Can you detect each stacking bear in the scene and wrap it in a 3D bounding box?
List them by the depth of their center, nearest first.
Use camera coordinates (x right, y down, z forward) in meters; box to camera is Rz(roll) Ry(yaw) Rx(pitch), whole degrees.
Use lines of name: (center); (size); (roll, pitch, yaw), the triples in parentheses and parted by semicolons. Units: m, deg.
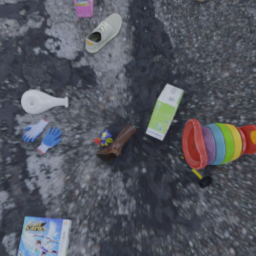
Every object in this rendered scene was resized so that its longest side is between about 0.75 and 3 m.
stacking bear: (3.222, 0.479, 9.210); (2.558, 1.454, 1.553); (-6, 74, -9)

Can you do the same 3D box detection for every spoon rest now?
spoon rest: (-3.029, -0.930, 10.245); (1.783, 0.540, 0.886); (1, 96, 6)

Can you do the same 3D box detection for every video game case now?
video game case: (-2.557, 3.459, 8.607); (1.429, 0.325, 1.296); (4, 68, 1)

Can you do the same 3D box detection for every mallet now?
mallet: (2.277, 1.413, 9.464); (0.445, 0.278, 1.351); (-19, 58, -28)

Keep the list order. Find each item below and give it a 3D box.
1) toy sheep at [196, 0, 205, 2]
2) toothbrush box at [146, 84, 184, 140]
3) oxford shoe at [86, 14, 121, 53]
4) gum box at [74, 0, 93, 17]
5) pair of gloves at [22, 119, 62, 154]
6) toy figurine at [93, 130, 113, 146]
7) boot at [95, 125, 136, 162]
toy sheep: (3.269, -5.897, 12.149); (1.000, 0.690, 0.690); (-43, 74, -6)
toothbrush box: (1.224, -0.518, 9.393); (0.645, 1.498, 1.091); (25, 43, 9)
oxford shoe: (-0.972, -3.955, 11.410); (0.809, 0.622, 2.153); (32, 70, 15)
gum box: (-1.880, -5.894, 11.886); (0.666, 1.142, 2.013); (-1, 68, 0)
pair of gloves: (-3.050, 0.249, 9.903); (1.327, 0.151, 1.067); (32, 64, 13)
toy figurine: (-0.802, 0.266, 9.475); (0.449, 0.852, 0.510); (30, 65, -27)
boot: (-0.404, 0.496, 9.557); (0.430, 1.248, 1.339); (48, 54, -23)
